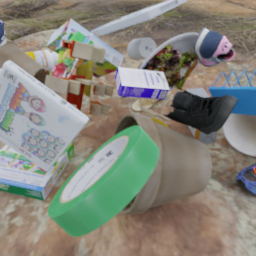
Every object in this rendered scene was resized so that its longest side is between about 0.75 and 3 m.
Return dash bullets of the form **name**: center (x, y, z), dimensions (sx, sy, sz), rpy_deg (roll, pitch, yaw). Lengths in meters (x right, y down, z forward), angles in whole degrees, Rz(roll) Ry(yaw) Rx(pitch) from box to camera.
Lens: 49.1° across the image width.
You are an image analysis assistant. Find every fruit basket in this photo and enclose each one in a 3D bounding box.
- **fruit basket**: center (-2.105, -2.149, 9.323), dimensions (1.954, 0.989, 2.109), rpy_deg (8, 63, 59)

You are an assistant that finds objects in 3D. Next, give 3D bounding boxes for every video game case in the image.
- **video game case**: center (0.382, -4.313, 10.860), dimensions (2.941, 0.324, 2.681), rpy_deg (0, 30, 43)
- **video game case**: center (-2.457, -0.131, 7.054), dimensions (2.213, 2.431, 0.288), rpy_deg (37, 38, -9)

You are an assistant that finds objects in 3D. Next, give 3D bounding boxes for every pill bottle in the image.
- **pill bottle**: center (-5.010, -3.677, 15.849), dimensions (2.326, 1.292, 1.292), rpy_deg (-14, 39, -19)

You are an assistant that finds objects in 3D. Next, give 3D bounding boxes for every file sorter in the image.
- **file sorter**: center (3.491, -1.103, 8.486), dimensions (1.557, 1.081, 0.956), rpy_deg (10, 57, 49)

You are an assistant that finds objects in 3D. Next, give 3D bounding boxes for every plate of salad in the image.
- **plate of salad**: center (1.477, -1.900, 9.433), dimensions (2.887, 2.887, 0.693), rpy_deg (-20, 64, -25)

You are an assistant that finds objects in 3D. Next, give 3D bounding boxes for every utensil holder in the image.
- **utensil holder**: center (0.604, -3.538, 12.575), dimensions (0.954, 0.954, 1.122), rpy_deg (-16, 17, -21)

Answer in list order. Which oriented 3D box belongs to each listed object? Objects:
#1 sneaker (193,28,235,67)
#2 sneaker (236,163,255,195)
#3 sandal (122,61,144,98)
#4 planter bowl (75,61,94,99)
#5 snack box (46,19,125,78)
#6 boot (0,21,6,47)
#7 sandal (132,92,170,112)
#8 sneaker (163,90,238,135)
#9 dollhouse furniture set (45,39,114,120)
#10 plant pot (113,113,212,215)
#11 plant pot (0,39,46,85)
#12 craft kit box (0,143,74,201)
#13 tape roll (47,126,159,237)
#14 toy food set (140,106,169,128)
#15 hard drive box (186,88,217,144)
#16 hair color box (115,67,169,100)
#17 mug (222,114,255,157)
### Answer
- **sneaker**: center (2.858, -2.319, 8.907), dimensions (1.056, 0.903, 2.575), rpy_deg (31, 15, 22)
- **sneaker**: center (4.830, 1.262, 9.324), dimensions (2.968, 1.164, 1.118), rpy_deg (-18, 39, -23)
- **sandal**: center (0.246, -2.006, 10.240), dimensions (0.632, 1.922, 0.705), rpy_deg (45, 8, 15)
- **planter bowl**: center (-1.619, -1.843, 10.286), dimensions (0.614, 1.474, 1.474), rpy_deg (6, 36, -9)
- **snack box**: center (-1.721, -3.064, 11.326), dimensions (1.855, 2.608, 0.691), rpy_deg (-7, 60, 52)
- **boot**: center (-4.386, -2.959, 9.070), dimensions (0.578, 0.718, 1.589), rpy_deg (5, 34, -12)
- **sandal**: center (1.091, -1.577, 13.466), dimensions (2.330, 0.766, 0.854), rpy_deg (-26, 44, -30)
- **sneaker**: center (1.870, -0.515, 7.881), dimensions (1.513, 2.901, 0.871), rpy_deg (31, 82, 8)
- **dollhouse furniture set**: center (-1.479, -1.355, 8.212), dimensions (1.158, 2.223, 2.247), rpy_deg (18, 13, 26)
- **plant pot**: center (1.001, 1.149, 8.523), dimensions (2.510, 2.893, 2.893), rpy_deg (7, 33, -20)
- **plant pot**: center (-5.449, -2.607, 13.551), dimensions (2.472, 2.848, 2.848), rpy_deg (23, 40, 3)
- **craft kit box**: center (-3.513, 1.261, 9.869), dimensions (2.452, 0.595, 2.422), rpy_deg (9, 40, 12)
- **tape roll**: center (-0.538, 1.063, 6.082), dimensions (0.638, 2.652, 2.652), rpy_deg (48, 41, -11)
- **toy food set**: center (0.987, 0.406, 10.902), dimensions (1.511, 0.839, 2.569), rpy_deg (20, 36, -16)
- **hard drive box**: center (2.953, -0.512, 11.431), dimensions (0.739, 1.499, 1.923), rpy_deg (-6, 36, -7)
- **hair color box**: center (0.394, -1.296, 8.228), dimensions (1.459, 0.473, 0.797), rpy_deg (2, 51, -16)
- **mug**: center (5.301, -0.228, 10.686), dimensions (2.784, 2.230, 2.286), rpy_deg (40, 44, 13)
